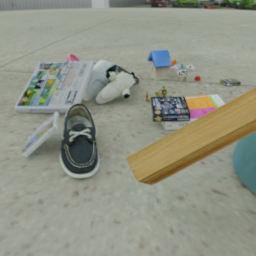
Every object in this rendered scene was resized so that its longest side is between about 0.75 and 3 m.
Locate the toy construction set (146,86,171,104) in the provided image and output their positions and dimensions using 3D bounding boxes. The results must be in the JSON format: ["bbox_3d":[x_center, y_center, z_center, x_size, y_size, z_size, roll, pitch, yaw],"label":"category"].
[{"bbox_3d":[1.202,-1.350,11.131,1.011,0.777,0.843,5,29,10],"label":"toy construction set"}]

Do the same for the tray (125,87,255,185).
[{"bbox_3d":[1.401,0.180,4.958,2.735,1.349,0.506,-28,71,6],"label":"tray"}]

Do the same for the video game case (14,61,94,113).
[{"bbox_3d":[-2.810,-1.656,10.968,2.473,0.298,2.713,1,51,13],"label":"video game case"}]

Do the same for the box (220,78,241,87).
[{"bbox_3d":[4.826,-2.153,13.241,0.750,0.166,0.601,-7,29,-13],"label":"box"}]

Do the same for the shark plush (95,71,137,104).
[{"bbox_3d":[-0.417,-1.858,11.805,1.262,1.157,2.778,41,37,-8],"label":"shark plush"}]

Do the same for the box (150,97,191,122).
[{"bbox_3d":[1.402,-0.659,9.508,1.224,0.306,1.233,-2,35,1],"label":"box"}]

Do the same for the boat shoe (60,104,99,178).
[{"bbox_3d":[-1.433,0.246,8.028,1.119,0.893,2.960,-4,30,-16],"label":"boat shoe"}]

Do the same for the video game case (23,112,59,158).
[{"bbox_3d":[-2.513,0.176,8.155,1.252,0.138,1.139,-41,26,9],"label":"video game case"}]

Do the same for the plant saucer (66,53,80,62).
[{"bbox_3d":[-2.488,-2.886,13.548,0.380,1.499,1.499,-32,24,16],"label":"plant saucer"}]

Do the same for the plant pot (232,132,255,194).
[{"bbox_3d":[4.097,0.297,6.587,2.823,1.901,2.823,-1,35,1],"label":"plant pot"}]

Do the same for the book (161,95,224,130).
[{"bbox_3d":[2.290,-0.547,9.943,2.373,0.570,1.585,-4,31,-5],"label":"book"}]

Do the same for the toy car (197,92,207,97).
[{"bbox_3d":[3.142,-1.198,11.541,0.291,0.429,0.875,-47,13,4],"label":"toy car"}]

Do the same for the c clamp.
[{"bbox_3d":[-0.827,-2.608,13.445,2.594,0.351,2.216,34,32,28],"label":"c clamp"}]

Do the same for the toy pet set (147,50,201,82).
[{"bbox_3d":[2.205,-3.337,14.184,2.359,1.342,2.526,-7,29,-12],"label":"toy pet set"}]

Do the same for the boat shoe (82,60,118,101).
[{"bbox_3d":[-1.145,-2.096,11.952,0.964,0.945,2.708,7,42,16],"label":"boat shoe"}]
